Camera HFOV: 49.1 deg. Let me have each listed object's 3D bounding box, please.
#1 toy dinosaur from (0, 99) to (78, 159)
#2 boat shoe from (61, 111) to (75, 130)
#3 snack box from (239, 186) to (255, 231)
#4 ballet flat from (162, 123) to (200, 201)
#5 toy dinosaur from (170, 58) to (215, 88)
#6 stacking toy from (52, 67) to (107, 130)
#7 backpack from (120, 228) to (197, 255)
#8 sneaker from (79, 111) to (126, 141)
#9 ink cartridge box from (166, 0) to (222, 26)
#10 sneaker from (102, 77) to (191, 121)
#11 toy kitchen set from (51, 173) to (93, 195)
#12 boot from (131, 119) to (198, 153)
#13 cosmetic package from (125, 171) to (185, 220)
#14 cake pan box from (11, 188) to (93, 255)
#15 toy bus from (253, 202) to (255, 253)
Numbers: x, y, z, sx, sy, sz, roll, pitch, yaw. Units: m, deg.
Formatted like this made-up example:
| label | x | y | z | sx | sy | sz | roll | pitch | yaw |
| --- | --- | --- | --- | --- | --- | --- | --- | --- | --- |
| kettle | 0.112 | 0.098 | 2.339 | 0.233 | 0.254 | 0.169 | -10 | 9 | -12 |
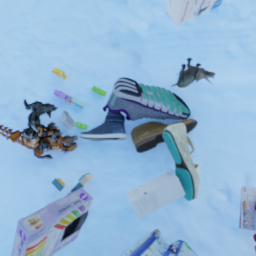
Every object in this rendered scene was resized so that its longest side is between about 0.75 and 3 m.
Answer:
| label | x | y | z | sx | sy | sz | roll | pitch | yaw |
| --- | --- | --- | --- | --- | --- | --- | --- | --- | --- |
| toy dinosaur | -2.523 | 0.082 | 7.743 | 1.192 | 2.333 | 1.583 | 19 | 98 | 46 |
| boat shoe | -1.814 | -0.175 | 8.383 | 0.304 | 0.276 | 0.828 | 9 | 34 | -32 |
| snack box | 3.331 | 2.214 | 7.747 | 0.424 | 0.143 | 1.179 | 6 | 80 | 5 |
| ballet flat | 1.626 | 0.936 | 7.691 | 0.709 | 0.767 | 2.274 | -25 | 105 | -21 |
| toy dinosaur | 1.732 | -1.512 | 8.217 | 0.602 | 1.564 | 0.800 | 33 | 53 | -35 |
| stacking toy | -1.794 | -0.900 | 8.602 | 1.857 | 0.436 | 1.400 | 24 | 77 | 6 |
| backpack | 0.320 | 3.774 | 5.801 | 2.195 | 2.987 | 2.733 | 43 | 99 | 14 |
| sneaker | -0.754 | -0.117 | 8.309 | 1.375 | 0.523 | 0.994 | -2 | 80 | 3 |
| ink cartridge box | 2.234 | -4.274 | 9.024 | 1.772 | 1.298 | 0.761 | -28 | 77 | -7 |
| sneaker | 0.572 | -0.612 | 8.261 | 2.605 | 1.140 | 0.969 | 17 | 42 | -25 |
| toy kitchen set | -1.577 | 1.456 | 7.743 | 0.738 | 0.543 | 0.921 | 44 | 93 | 8 |
| boot | 1.051 | 0.016 | 8.276 | 2.031 | 0.748 | 0.766 | -18 | 56 | -9 |
| cosmetic package | 0.733 | 1.804 | 7.661 | 1.430 | 0.807 | 0.580 | -28 | 99 | -8 |
| cake pan box | -1.801 | 2.449 | 6.696 | 0.495 | 1.743 | 1.893 | 40 | 34 | 23 |
| toy bus | 3.825 | 2.766 | 6.668 | 1.140 | 2.207 | 2.082 | 6 | 78 | 5 |
